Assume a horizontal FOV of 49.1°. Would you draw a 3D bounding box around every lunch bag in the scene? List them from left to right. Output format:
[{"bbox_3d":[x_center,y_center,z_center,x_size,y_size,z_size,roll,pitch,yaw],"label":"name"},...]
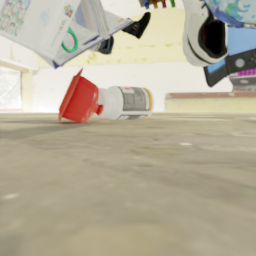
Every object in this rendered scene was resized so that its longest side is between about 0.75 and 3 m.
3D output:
[{"bbox_3d":[1.597,-2.065,4.083,1.192,1.483,0.611,-7,-33,-28],"label":"lunch bag"}]

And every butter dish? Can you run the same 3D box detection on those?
[{"bbox_3d":[-1.670,-0.953,10.615,1.559,2.103,2.109,25,-6,-13],"label":"butter dish"}]

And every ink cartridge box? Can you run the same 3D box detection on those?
[{"bbox_3d":[-1.567,-2.910,8.927,2.709,0.551,2.715,-36,49,-16],"label":"ink cartridge box"}]

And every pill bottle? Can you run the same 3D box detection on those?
[{"bbox_3d":[-0.256,-1.199,13.458,2.815,1.638,1.638,-2,4,-36],"label":"pill bottle"}]

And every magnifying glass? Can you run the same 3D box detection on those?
[{"bbox_3d":[-1.107,-1.753,4.810,0.104,0.928,0.369,-2,26,38],"label":"magnifying glass"}]

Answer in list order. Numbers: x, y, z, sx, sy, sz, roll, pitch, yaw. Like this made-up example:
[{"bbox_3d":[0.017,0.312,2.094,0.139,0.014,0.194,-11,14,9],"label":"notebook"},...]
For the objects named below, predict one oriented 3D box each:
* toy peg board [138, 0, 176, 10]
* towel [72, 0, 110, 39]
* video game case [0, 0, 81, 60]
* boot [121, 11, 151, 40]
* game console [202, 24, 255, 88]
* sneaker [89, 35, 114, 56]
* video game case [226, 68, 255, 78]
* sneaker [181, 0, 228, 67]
[{"bbox_3d":[0.756,-3.587,7.417,1.098,0.540,1.103,-12,-22,13],"label":"toy peg board"},{"bbox_3d":[-1.462,-3.147,6.633,2.333,0.278,1.713,35,-16,24],"label":"towel"},{"bbox_3d":[-1.386,-2.384,4.525,2.411,2.195,0.286,31,6,42],"label":"video game case"},{"bbox_3d":[0.277,-3.576,9.451,0.772,1.032,0.388,20,12,-32],"label":"boot"},{"bbox_3d":[3.017,-2.809,7.941,2.334,2.735,1.618,-15,17,12],"label":"game console"},{"bbox_3d":[-0.980,-3.366,10.850,0.990,0.978,2.494,9,12,-14],"label":"sneaker"},{"bbox_3d":[3.480,-2.263,9.622,1.622,0.290,1.470,-3,47,13],"label":"video game case"},{"bbox_3d":[1.586,-2.681,5.777,1.054,2.860,1.144,-16,17,-3],"label":"sneaker"}]
